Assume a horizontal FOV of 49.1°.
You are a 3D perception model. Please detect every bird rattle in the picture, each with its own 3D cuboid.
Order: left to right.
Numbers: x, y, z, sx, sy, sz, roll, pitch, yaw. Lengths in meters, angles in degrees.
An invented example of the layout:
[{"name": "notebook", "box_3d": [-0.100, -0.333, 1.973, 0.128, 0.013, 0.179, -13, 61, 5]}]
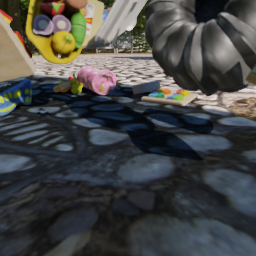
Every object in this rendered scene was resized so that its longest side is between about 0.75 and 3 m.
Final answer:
[{"name": "bird rattle", "box_3d": [-2.906, -2.085, 13.223, 1.339, 0.925, 1.643, -26, 24, -21]}]

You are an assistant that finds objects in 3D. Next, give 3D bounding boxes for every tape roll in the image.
[{"name": "tape roll", "box_3d": [0.808, -1.795, 12.391, 1.205, 0.398, 1.205, -11, 7, 1]}]

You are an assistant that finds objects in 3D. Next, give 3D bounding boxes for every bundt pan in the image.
[{"name": "bundt pan", "box_3d": [1.510, -2.166, 5.132, 2.990, 2.990, 1.122, 15, 0, 39]}]

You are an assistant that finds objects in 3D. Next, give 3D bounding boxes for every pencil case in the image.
[{"name": "pencil case", "box_3d": [-1.553, -2.313, 13.327, 1.198, 1.146, 2.769, 28, 1, -31]}]

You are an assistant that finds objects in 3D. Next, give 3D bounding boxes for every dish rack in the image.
[{"name": "dish rack", "box_3d": [0.075, -3.161, 7.374, 0.471, 2.165, 1.858, 40, 44, -3]}]

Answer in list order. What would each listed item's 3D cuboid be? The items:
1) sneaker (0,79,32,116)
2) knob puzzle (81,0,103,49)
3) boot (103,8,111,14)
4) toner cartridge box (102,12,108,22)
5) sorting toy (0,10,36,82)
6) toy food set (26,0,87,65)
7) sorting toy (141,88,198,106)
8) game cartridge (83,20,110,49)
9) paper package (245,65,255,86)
[{"name": "sneaker", "box_3d": [-4.312, -1.192, 10.011, 1.158, 0.990, 2.794, 9, 22, 7]}, {"name": "knob puzzle", "box_3d": [-1.854, -3.211, 8.560, 2.538, 2.538, 0.352, -9, -19, -26]}, {"name": "boot", "box_3d": [-1.038, -4.332, 11.612, 1.302, 0.952, 0.457, -12, -7, 27]}, {"name": "toner cartridge box", "box_3d": [-1.024, -4.036, 10.991, 0.472, 0.994, 0.215, 50, 6, 13]}, {"name": "sorting toy", "box_3d": [-3.874, -2.320, 7.265, 2.287, 2.273, 0.796, -8, 46, 16]}, {"name": "toy food set", "box_3d": [-1.718, -3.067, 7.365, 1.566, 2.661, 0.869, 10, -13, -33]}, {"name": "sorting toy", "box_3d": [1.734, -1.314, 11.456, 1.797, 0.354, 1.941, 10, 20, 29]}, {"name": "game cartridge", "box_3d": [-1.323, -3.489, 9.813, 1.115, 1.674, 0.348, -15, -22, -31]}, {"name": "paper package", "box_3d": [2.384, -0.596, 3.810, 1.071, 0.582, 1.124, 21, 19, -14]}]
